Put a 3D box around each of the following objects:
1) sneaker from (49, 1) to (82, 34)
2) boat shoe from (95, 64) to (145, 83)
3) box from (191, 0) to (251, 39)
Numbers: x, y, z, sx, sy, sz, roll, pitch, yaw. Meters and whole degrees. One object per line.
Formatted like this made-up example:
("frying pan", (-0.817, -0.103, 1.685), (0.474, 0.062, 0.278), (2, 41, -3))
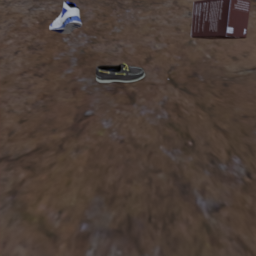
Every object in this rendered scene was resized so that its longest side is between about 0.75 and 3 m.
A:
("sneaker", (-1.951, -3.574, 9.028), (0.572, 0.817, 1.415), (4, -2, -44))
("boat shoe", (-0.264, -1.943, 9.766), (1.734, 0.522, 0.618), (-6, 46, -6))
("box", (2.442, -2.881, 7.472), (0.953, 0.943, 1.149), (-10, 18, -38))
